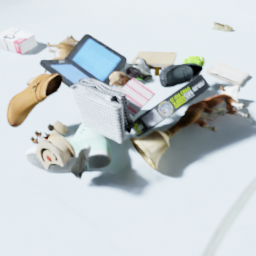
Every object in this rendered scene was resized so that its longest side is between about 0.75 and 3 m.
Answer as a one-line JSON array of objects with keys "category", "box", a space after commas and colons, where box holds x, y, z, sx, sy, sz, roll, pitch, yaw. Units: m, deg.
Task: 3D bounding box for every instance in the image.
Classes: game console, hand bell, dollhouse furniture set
[{"category": "game console", "box": [-1.979, -2.887, 12.224, 2.829, 1.647, 2.488, 37, 31, 24]}, {"category": "hand bell", "box": [1.465, 0.094, 9.191, 2.576, 1.341, 1.341, -37, 52, -8]}, {"category": "dollhouse furniture set", "box": [-2.906, 0.352, 10.251, 0.947, 0.488, 0.937, 15, 57, 15]}]

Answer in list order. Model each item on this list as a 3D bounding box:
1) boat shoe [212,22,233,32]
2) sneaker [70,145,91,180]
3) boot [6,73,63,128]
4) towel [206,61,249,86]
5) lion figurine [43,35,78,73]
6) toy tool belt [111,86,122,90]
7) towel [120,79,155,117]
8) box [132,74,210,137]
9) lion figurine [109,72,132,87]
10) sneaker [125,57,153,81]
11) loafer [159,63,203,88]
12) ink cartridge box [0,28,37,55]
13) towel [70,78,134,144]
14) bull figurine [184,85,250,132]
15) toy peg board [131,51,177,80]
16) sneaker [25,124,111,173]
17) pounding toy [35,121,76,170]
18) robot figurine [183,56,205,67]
[{"category": "boat shoe", "box": [5.734, -6.131, 16.979, 1.249, 0.391, 0.458, 11, 45, 12]}, {"category": "sneaker", "box": [-1.324, 1.059, 8.485, 0.492, 1.111, 0.418, 39, 22, 33]}, {"category": "boot", "box": [-3.157, -0.973, 9.421, 1.675, 0.798, 2.165, 3, 65, 43]}, {"category": "towel", "box": [4.750, -2.622, 13.368, 1.793, 0.309, 1.188, 30, 52, 28]}, {"category": "lion figurine", "box": [-3.345, -3.657, 14.162, 1.570, 0.929, 2.564, 5, 59, -9]}, {"category": "toy tool belt", "box": [-0.566, -1.457, 11.747, 0.887, 0.901, 1.443, 25, 48, 13]}, {"category": "towel", "box": [0.181, -0.987, 9.056, 0.937, 0.192, 1.281, 37, 58, 10]}, {"category": "box", "box": [1.347, -0.692, 9.627, 2.541, 2.036, 0.563, -35, 88, -10]}, {"category": "lion figurine", "box": [0.057, -1.538, 9.822, 1.629, 0.590, 0.998, 13, -1, -19]}, {"category": "sneaker", "box": [0.296, -2.123, 9.636, 1.326, 0.497, 0.766, 12, 59, -51]}, {"category": "loafer", "box": [1.754, -1.791, 9.210, 0.732, 0.708, 2.086, -2, 17, 42]}, {"category": "ink cartridge box", "box": [-6.113, -4.746, 15.289, 1.712, 0.722, 1.239, 19, 47, 19]}, {"category": "towel", "box": [-0.749, -0.594, 8.707, 1.931, 1.599, 0.826, 23, 52, 29]}, {"category": "bull figurine", "box": [3.576, -0.803, 10.923, 2.812, 0.916, 1.707, -24, 31, -18]}, {"category": "toy peg board", "box": [1.033, -2.381, 10.826, 1.522, 0.747, 1.528, 6, 32, 12]}, {"category": "sneaker", "box": [-1.971, 0.600, 9.511, 2.735, 1.007, 1.613, 0, 44, -6]}, {"category": "pounding toy", "box": [-1.833, 0.529, 7.791, 0.971, 1.698, 0.974, 47, 52, 5]}, {"category": "robot figurine", "box": [2.804, -2.763, 11.809, 0.939, 0.543, 0.824, -3, 4, -2]}]
